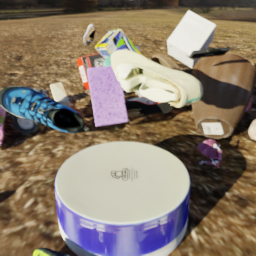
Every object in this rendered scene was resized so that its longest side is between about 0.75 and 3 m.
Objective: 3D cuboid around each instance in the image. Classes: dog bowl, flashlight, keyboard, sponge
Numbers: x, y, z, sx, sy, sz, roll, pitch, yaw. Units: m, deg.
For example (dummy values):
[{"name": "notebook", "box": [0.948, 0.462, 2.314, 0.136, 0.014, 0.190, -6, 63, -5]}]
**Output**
[{"name": "dog bowl", "box": [-0.112, 1.449, 6.092, 2.840, 1.118, 2.840, 0, 26, 0]}, {"name": "flashlight", "box": [-3.543, -0.758, 10.641, 0.953, 0.956, 2.814, 5, 27, -4]}, {"name": "keyboard", "box": [2.269, -2.110, 7.759, 1.063, 0.136, 0.638, -8, -4, -4]}, {"name": "sponge", "box": [-0.668, -1.028, 8.930, 1.039, 1.863, 0.278, -9, -5, -3]}]

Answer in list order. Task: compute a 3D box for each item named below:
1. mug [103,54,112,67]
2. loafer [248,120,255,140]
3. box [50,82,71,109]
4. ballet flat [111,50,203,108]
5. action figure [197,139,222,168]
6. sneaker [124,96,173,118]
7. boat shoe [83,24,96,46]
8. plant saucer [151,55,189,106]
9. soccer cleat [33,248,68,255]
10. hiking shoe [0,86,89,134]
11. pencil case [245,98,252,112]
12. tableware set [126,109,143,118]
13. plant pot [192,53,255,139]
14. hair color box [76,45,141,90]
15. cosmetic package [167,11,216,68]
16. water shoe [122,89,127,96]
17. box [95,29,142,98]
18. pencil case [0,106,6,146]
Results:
[{"name": "mug", "box": [-0.466, -2.066, 9.639, 0.556, 0.900, 0.739, -43, 56, -4]}, {"name": "loafer", "box": [4.755, -0.018, 9.514, 2.547, 0.916, 0.801, -18, -4, -35]}, {"name": "box", "box": [-2.612, -1.163, 10.809, 0.467, 0.570, 1.200, -18, 52, -15]}, {"name": "ballet flat", "box": [0.407, -1.213, 7.003, 2.942, 1.022, 1.022, 26, 36, 34]}, {"name": "action figure", "box": [2.456, 0.830, 8.196, 0.769, 0.692, 1.033, 35, 23, -35]}, {"name": "sneaker", "box": [0.602, -0.942, 10.694, 2.013, 0.672, 1.079, -5, 29, -10]}, {"name": "boat shoe", "box": [-1.348, -3.199, 9.856, 0.306, 0.847, 0.307, -13, 59, -31]}, {"name": "plant saucer", "box": [1.803, -1.967, 11.368, 0.364, 2.474, 2.474, -36, 34, -3]}, {"name": "soccer cleat", "box": [-0.934, 2.486, 4.819, 1.631, 0.551, 0.661, 14, 10, 27]}, {"name": "hiking shoe", "box": [-2.616, -0.608, 8.827, 2.833, 1.054, 1.228, 20, -6, -25]}, {"name": "pencil case", "box": [4.318, -1.308, 11.922, 0.775, 0.810, 1.873, -32, 35, -10]}, {"name": "tableware set", "box": [-0.146, -0.499, 10.011, 1.232, 0.247, 0.814, -13, -12, 29]}, {"name": "plant pot", "box": [3.112, -0.899, 9.640, 2.277, 2.277, 2.436, 9, 56, 18]}, {"name": "hair color box", "box": [-0.698, -2.605, 12.070, 2.684, 1.362, 0.822, -20, 12, -23]}, {"name": "cosmetic package", "box": [2.338, -3.260, 10.468, 1.178, 1.430, 1.180, 36, 0, 14]}, {"name": "water shoe", "box": [-0.348, -2.271, 13.253, 0.581, 1.626, 0.642, 10, -12, -43]}, {"name": "box", "box": [0.133, -2.444, 11.186, 0.964, 2.998, 1.050, -50, 30, -8]}, {"name": "pencil case", "box": [-4.796, -0.309, 9.536, 1.279, 1.279, 2.925, -9, 29, -17]}]
